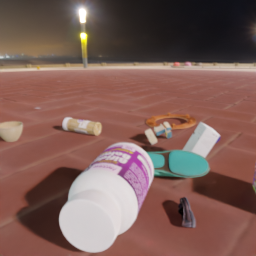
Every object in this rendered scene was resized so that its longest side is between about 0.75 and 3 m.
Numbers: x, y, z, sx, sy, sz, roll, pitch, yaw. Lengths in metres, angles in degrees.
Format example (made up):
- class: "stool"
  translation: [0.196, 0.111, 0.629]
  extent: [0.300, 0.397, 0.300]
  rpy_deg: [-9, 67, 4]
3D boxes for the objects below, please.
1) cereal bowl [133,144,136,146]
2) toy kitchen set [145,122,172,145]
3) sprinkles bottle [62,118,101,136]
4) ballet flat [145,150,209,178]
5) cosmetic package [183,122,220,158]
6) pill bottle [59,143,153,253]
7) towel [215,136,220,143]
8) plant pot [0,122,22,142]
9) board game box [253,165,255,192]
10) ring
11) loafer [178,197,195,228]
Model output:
- class: "cereal bowl"
  translation: [0.206, 0.999, 10.764]
  extent: [0.809, 0.337, 0.809]
  rpy_deg: [29, 25, -15]
- class: "toy kitchen set"
  translation: [1.465, 0.407, 12.806]
  extent: [1.165, 0.933, 0.686]
  rpy_deg: [-24, 57, -4]
- class: "sprinkles bottle"
  translation: [-2.316, -0.066, 13.995]
  extent: [1.963, 0.670, 0.670]
  rpy_deg: [9, 19, 25]
- class: "ballet flat"
  translation: [1.311, 1.224, 9.373]
  extent: [2.658, 0.895, 0.935]
  rpy_deg: [2, -20, 9]
- class: "cosmetic package"
  translation: [2.557, 0.638, 10.138]
  extent: [0.606, 1.492, 0.842]
  rpy_deg: [29, 12, -9]
- class: "pill bottle"
  translation: [-0.434, 1.558, 6.892]
  extent: [1.660, 1.660, 2.958]
  rpy_deg: [5, 17, 15]
- class: "towel"
  translation: [3.750, 0.500, 12.973]
  extent: [0.879, 0.218, 0.649]
  rpy_deg: [11, 27, 33]
- class: "plant pot"
  translation: [-5.429, 0.216, 12.919]
  extent: [1.119, 0.751, 1.119]
  rpy_deg: [0, 16, 0]
- class: "board game box"
  translation: [3.953, 1.531, 7.797]
  extent: [0.401, 1.204, 1.790]
  rpy_deg: [3, 17, 10]
- class: "ring"
  translation: [2.393, -0.439, 15.689]
  extent: [2.780, 0.267, 2.780]
  rpy_deg: [-3, 18, 1]
- class: "loafer"
  translation: [1.437, 2.149, 7.223]
  extent: [0.345, 0.394, 1.096]
  rpy_deg: [-5, 20, -2]
